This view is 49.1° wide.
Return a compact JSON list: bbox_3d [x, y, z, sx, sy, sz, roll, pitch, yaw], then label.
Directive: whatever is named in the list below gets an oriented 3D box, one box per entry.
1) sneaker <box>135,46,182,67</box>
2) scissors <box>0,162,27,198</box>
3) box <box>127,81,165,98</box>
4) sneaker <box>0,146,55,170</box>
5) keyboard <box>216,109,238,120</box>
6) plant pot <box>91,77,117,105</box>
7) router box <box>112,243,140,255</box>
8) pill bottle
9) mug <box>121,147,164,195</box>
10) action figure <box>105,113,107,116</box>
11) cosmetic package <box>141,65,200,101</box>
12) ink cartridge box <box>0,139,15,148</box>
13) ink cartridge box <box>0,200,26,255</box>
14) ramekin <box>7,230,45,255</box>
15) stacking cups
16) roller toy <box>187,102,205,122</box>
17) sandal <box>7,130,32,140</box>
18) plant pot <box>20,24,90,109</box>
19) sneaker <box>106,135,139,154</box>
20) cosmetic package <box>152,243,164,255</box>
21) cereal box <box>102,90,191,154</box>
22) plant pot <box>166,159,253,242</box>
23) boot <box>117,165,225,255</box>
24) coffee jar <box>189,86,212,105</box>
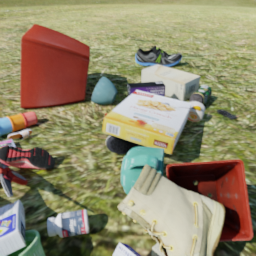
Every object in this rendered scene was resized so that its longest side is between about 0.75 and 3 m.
[{"bbox_3d":[1.752,-4.122,16.040,2.691,1.115,0.954,3,32,6],"label":"sneaker"},{"bbox_3d":[-2.811,1.080,6.194,0.202,1.062,2.904,-54,9,-12],"label":"scissors"},{"bbox_3d":[0.711,-1.265,11.192,1.434,1.012,0.566,-6,32,-9],"label":"box"},{"bbox_3d":[-2.869,0.877,7.932,1.564,0.678,0.576,13,62,-17],"label":"sneaker"},{"bbox_3d":[3.806,-0.564,10.836,0.435,0.166,0.836,-16,33,-26],"label":"keyboard"},{"bbox_3d":[-0.904,-1.413,11.519,0.773,1.148,1.148,27,34,4],"label":"plant pot"},{"bbox_3d":[0.028,2.521,4.489,1.003,0.245,0.900,18,76,45],"label":"router box"},{"bbox_3d":[-1.265,2.049,5.945,0.826,0.494,0.494,-7,31,-8],"label":"pill bottle"},{"bbox_3d":[0.347,0.985,6.750,0.957,1.547,1.271,4,32,10],"label":"mug"},{"bbox_3d":[0.094,-0.571,10.495,1.955,0.505,0.639,-20,51,-35],"label":"action figure"},{"bbox_3d":[1.889,-2.108,12.795,2.423,0.886,1.254,26,39,36],"label":"cosmetic package"},{"bbox_3d":[-3.741,0.728,8.560,0.620,0.218,1.038,-17,36,-26],"label":"ink cartridge box"},{"bbox_3d":[-2.845,2.099,5.161,1.816,0.427,1.795,-24,12,-18],"label":"ink cartridge box"},{"bbox_3d":[-2.025,2.387,4.833,1.236,0.604,1.236,-21,7,3],"label":"ramekin"},{"bbox_3d":[-4.205,-0.007,9.466,2.294,0.694,0.694,-19,35,-36],"label":"stacking cups"},{"bbox_3d":[2.427,-0.572,10.230,0.759,0.692,0.530,-7,48,45],"label":"roller toy"},{"bbox_3d":[-3.532,0.292,9.230,0.797,0.305,0.228,-17,57,-30],"label":"sandal"},{"bbox_3d":[-2.960,-2.500,11.853,2.511,2.847,2.850,6,29,-10],"label":"plant pot"},{"bbox_3d":[-0.025,0.240,9.003,0.863,0.748,2.085,20,27,41],"label":"sneaker"},{"bbox_3d":[0.950,2.516,5.202,0.510,0.360,0.986,-25,41,-30],"label":"cosmetic package"},{"bbox_3d":[0.722,-0.348,8.778,2.080,0.571,2.892,16,29,14],"label":"cereal box"},{"bbox_3d":[1.533,1.461,5.843,1.463,1.465,1.291,-4,-9,3],"label":"plant pot"},{"bbox_3d":[0.521,1.794,4.523,1.708,0.800,2.197,30,56,1],"label":"boot"},{"bbox_3d":[2.969,-1.238,11.499,0.548,0.670,1.284,21,36,27],"label":"coffee jar"}]
